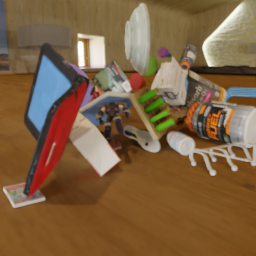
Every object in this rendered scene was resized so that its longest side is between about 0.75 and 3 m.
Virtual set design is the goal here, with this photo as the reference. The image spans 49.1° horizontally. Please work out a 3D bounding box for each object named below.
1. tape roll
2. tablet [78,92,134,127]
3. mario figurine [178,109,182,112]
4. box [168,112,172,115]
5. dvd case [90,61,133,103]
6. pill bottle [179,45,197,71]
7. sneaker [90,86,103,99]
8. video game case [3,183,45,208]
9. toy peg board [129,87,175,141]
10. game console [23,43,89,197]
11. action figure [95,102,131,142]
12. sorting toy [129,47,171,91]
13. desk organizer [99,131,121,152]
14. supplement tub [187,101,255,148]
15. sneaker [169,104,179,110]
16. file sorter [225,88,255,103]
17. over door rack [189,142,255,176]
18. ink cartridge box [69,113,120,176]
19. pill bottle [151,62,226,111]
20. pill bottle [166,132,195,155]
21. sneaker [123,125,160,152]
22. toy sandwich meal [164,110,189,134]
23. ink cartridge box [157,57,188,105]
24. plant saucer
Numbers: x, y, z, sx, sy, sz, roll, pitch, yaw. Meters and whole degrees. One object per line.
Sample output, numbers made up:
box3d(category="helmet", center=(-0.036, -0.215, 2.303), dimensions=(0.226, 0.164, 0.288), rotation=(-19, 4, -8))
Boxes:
box3d(category="tape roll", center=(-2.701, -1.513, 11.725), dimensions=(2.367, 2.367, 1.006), rotation=(-2, 11, -8))
box3d(category="tablet", center=(-1.090, -0.493, 9.664), dimensions=(2.985, 0.204, 1.943), rotation=(-26, -15, 36))
box3d(category="mario figurine", center=(3.010, -0.810, 13.821), dimensions=(1.100, 0.583, 0.679), rotation=(8, 17, 22))
box3d(category="box", center=(1.746, -0.538, 13.331), dimensions=(1.273, 0.308, 0.747), rotation=(-2, 16, -14))
box3d(category="dvd case", center=(-1.083, -1.587, 12.488), dimensions=(2.407, 1.757, 0.265), rotation=(-40, -19, 12))
box3d(category="pill bottle", center=(2.281, -2.665, 10.734), dimensions=(0.529, 0.529, 0.996), rotation=(8, 57, 26))
box3d(category="sneaker", center=(-1.008, -1.119, 9.540), dimensions=(0.404, 0.343, 0.931), rotation=(22, 19, -33))
box3d(category="video game case", center=(-2.311, 1.453, 6.191), dimensions=(0.649, 0.079, 0.908), rotation=(-7, 18, -35))
box3d(category="toy peg board", center=(1.002, -0.637, 9.054), dimensions=(0.776, 1.587, 1.580), rotation=(-28, 5, 28))
box3d(category="game console", center=(-1.966, -0.207, 6.041), dimensions=(1.484, 2.501, 2.155), rotation=(27, 34, -1))
box3d(category="action figure", center=(-0.450, -0.295, 8.047), dimensions=(1.031, 0.550, 1.585), rotation=(-16, 32, 7))
box3d(category="sorting toy", center=(0.983, -2.314, 11.373), dimensions=(0.750, 2.177, 0.755), rotation=(8, 45, -46))
box3d(category="desk organizer", center=(-0.815, 0.420, 9.379), dimensions=(1.199, 0.462, 0.430), rotation=(11, 16, 35))
box3d(category="supplement tub", center=(3.338, -0.201, 9.906), dimensions=(1.412, 1.412, 2.305), rotation=(-13, 19, -41))
box3d(category="sneaker", center=(2.524, -1.321, 15.974), dimensions=(0.517, 0.486, 1.262), rotation=(-8, 15, -7))
box3d(category="file sorter", center=(4.907, -0.752, 11.685), dimensions=(1.774, 1.569, 2.557), rotation=(6, 15, 18))
box3d(category="over door rack", center=(2.939, 0.744, 7.261), dimensions=(1.681, 0.758, 2.276), rotation=(-7, -4, -27))
box3d(category="ink cartridge box", center=(-1.157, 0.348, 7.931), dimensions=(0.721, 1.245, 2.138), rotation=(-39, 25, -8))
box3d(category="pill bottle", center=(2.657, -1.598, 12.474), dimensions=(2.999, 1.745, 1.745), rotation=(25, 12, -9))
box3d(category="pill bottle", center=(1.657, 0.457, 9.052), dimensions=(0.578, 0.578, 1.062), rotation=(-4, 15, -16))
box3d(category="sneaker", center=(0.631, 0.358, 9.491), dimensions=(1.509, 0.551, 0.844), rotation=(32, 10, 34))
box3d(category="toy sandwich meal", center=(1.781, -0.233, 11.124), dimensions=(1.767, 0.605, 1.767), rotation=(-17, 3, 1))
box3d(category="ink cartridge box", center=(1.497, -1.574, 9.634), dimensions=(0.578, 0.988, 1.703), rotation=(2, -20, 29))
box3d(category="plant saucer", center=(0.235, -2.787, 8.969), dimensions=(0.553, 2.205, 2.205), rotation=(-3, 15, -7))
